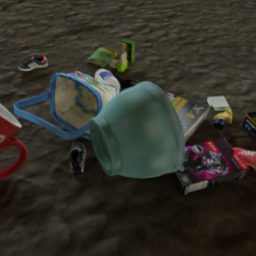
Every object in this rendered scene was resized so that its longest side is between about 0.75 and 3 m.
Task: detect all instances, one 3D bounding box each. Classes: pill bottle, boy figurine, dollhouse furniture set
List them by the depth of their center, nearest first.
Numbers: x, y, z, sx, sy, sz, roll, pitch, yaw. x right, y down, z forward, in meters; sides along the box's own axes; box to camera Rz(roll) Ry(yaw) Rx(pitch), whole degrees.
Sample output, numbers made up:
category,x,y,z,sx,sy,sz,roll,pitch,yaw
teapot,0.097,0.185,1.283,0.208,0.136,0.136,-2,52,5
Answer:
category,x,y,z,sx,sy,sz,roll,pitch,yaw
boy figurine,3.365,-0.312,9.927,0.629,0.326,1.011,14,40,36
pill bottle,-0.849,-1.763,10.714,0.735,0.735,1.228,-14,37,-15
dollhouse furniture set,-0.843,-3.471,12.818,1.946,0.976,1.275,21,47,21

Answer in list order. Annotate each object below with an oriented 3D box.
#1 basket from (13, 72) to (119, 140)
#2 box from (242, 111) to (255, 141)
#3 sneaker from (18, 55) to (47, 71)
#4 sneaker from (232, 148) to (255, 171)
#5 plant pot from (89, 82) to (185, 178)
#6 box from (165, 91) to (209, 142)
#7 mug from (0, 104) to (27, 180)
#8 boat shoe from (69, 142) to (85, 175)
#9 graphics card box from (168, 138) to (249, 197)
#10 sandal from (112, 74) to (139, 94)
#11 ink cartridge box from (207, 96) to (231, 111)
category,x,y,z,sx,sy,sz,roll,pitch,yaw
basket,-1.851,-0.690,9.099,2.501,1.973,2.836,24,39,24
box,5.313,0.295,9.063,2.008,0.620,2.514,-14,45,-14
sneaker,-4.315,-2.960,12.595,1.286,0.543,0.482,-18,46,-18
sneaker,3.786,0.894,8.410,1.431,0.621,0.528,32,51,33
plant pot,0.019,0.250,7.569,1.773,2.647,2.647,-19,46,-22
box,1.545,-0.321,9.782,1.717,0.524,2.168,28,50,27
mug,-4.429,0.599,7.378,2.658,1.998,2.995,43,82,-1
boat shoe,-1.560,0.767,8.579,0.474,0.589,1.271,-7,44,-7
graphics card box,2.232,1.105,8.249,2.130,0.542,1.336,-12,45,-12
sandal,-0.104,-1.563,11.044,2.875,0.616,1.093,27,49,26
ink cartridge box,3.434,-0.871,10.607,0.631,0.208,0.867,-3,43,-3
